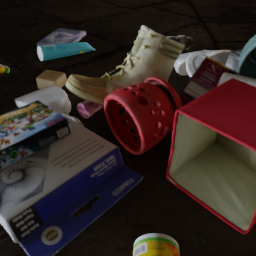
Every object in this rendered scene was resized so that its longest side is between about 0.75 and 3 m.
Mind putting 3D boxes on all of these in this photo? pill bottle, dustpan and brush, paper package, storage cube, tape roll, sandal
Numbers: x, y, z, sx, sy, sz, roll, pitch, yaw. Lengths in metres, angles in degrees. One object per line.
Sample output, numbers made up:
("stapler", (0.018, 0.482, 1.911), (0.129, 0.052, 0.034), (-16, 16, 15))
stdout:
("pill bottle", (0.417, 2.354, 4.152), (0.743, 0.743, 1.338), (3, 38, 4))
("dustpan and brush", (-2.049, -0.551, 8.101), (2.105, 0.602, 1.469), (21, 37, 35))
("paper package", (-2.582, -1.602, 9.484), (0.767, 0.397, 0.731), (12, 40, 16))
("storage cube", (2.233, 0.443, 5.669), (1.999, 1.901, 2.224), (-30, 47, -34))
("tape roll", (2.807, -0.609, 7.327), (1.026, 1.494, 1.494), (20, 42, 23))
("sandal", (2.504, -1.569, 9.174), (0.898, 0.542, 2.206), (-17, 61, -3))

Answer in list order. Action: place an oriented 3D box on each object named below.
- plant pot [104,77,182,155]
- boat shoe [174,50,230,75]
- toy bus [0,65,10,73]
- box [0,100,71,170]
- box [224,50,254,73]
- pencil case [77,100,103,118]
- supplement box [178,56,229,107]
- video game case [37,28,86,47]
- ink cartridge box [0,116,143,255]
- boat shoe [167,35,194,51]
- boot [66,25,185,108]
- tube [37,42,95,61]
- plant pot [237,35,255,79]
("plant pot", (0.416, -0.341, 6.744), (1.431, 1.571, 1.571), (-28, 46, -23))
("boat shoe", (2.794, -2.524, 10.365), (2.346, 0.845, 0.804), (-15, 49, -3))
("toy bus", (-4.823, -1.929, 9.665), (1.234, 0.676, 1.308), (14, 4, -21))
("box", (-2.699, 0.194, 6.298), (2.314, 0.436, 1.581), (-30, 38, -30))
("box", (5.074, -1.974, 9.526), (2.204, 0.609, 2.751), (-17, 41, -35))
("pencil case", (-0.925, -0.748, 8.286), (0.510, 0.533, 1.232), (39, 53, 20))
("supplement box", (1.993, -1.025, 7.859), (0.763, 0.983, 1.781), (32, 59, 10))
("video game case", (-2.994, -4.105, 12.853), (1.475, 0.196, 2.064), (10, 38, 13))
("ink cartridge box", (-1.556, 0.976, 5.943), (2.738, 0.556, 2.732), (28, 46, 34))
("boat shoe", (2.031, -3.433, 11.638), (0.561, 0.687, 1.859), (26, 37, 36))
("boot", (-0.042, -1.645, 7.435), (2.872, 2.221, 1.035), (9, 27, -25))
("tube", (-2.520, -3.220, 11.489), (2.270, 0.572, 0.879), (-19, 50, -30))
("plant pot", (4.041, -1.922, 7.797), (2.054, 2.054, 1.376), (5, 42, 6))
